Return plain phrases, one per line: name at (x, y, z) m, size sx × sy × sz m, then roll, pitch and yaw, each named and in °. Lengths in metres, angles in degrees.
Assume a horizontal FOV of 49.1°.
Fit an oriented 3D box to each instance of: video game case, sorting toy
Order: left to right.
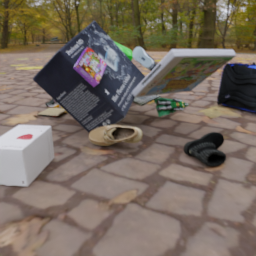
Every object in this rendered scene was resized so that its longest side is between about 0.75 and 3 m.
sorting toy at (-3.336, -0.770, 12.957) m, size 1.130 × 0.203 × 1.516 m, roll 1°, pitch 19°, yaw 16°
video game case at (1.841, -1.812, 9.485) m, size 2.724 × 0.300 × 2.479 m, roll -10°, pitch -17°, yaw -32°

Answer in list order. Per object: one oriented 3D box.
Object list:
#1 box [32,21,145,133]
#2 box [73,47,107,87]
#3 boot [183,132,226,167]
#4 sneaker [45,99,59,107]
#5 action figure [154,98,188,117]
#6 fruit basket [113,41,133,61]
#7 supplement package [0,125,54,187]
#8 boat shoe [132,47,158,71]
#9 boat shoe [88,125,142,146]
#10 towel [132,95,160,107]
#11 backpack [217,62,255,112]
box at (-1.211, -1.786, 10.092) m, size 1.730 × 2.946 × 2.897 m, roll -33°, pitch 21°, yaw 37°
box at (-1.128, -1.874, 8.501) m, size 0.235 × 0.821 × 1.201 m, roll -32°, pitch 28°, yaw 32°
boot at (2.539, 0.634, 8.302) m, size 1.513 × 0.569 × 1.131 m, roll -20°, pitch 19°, yaw -21°
sneaker at (-3.731, -1.384, 14.189) m, size 0.462 × 0.497 × 1.150 m, roll 10°, pitch 22°, yaw 29°
action figure at (1.920, -0.967, 12.011) m, size 1.523 × 0.899 × 0.416 m, roll -5°, pitch -10°, yaw -23°
fruit basket at (-1.053, -2.609, 13.216) m, size 2.238 × 3.102 × 3.102 m, roll 22°, pitch 12°, yaw -21°
supplement package at (-2.834, 0.678, 7.536) m, size 1.049 × 1.036 × 1.729 m, roll 2°, pitch 20°, yaw 7°
boat shoe at (0.755, -2.789, 11.726) m, size 0.704 × 0.549 × 1.551 m, roll 26°, pitch 23°, yaw -44°
boat shoe at (-0.498, 0.176, 8.855) m, size 1.849 × 0.659 × 0.597 m, roll -6°, pitch -15°, yaw 22°
towel at (0.707, -1.257, 11.663) m, size 1.000 × 0.179 × 1.039 m, roll -27°, pitch 27°, yaw -17°
backpack at (6.026, -1.957, 13.279) m, size 2.273 × 2.201 × 2.709 m, roll -8°, pitch 20°, yaw -28°
